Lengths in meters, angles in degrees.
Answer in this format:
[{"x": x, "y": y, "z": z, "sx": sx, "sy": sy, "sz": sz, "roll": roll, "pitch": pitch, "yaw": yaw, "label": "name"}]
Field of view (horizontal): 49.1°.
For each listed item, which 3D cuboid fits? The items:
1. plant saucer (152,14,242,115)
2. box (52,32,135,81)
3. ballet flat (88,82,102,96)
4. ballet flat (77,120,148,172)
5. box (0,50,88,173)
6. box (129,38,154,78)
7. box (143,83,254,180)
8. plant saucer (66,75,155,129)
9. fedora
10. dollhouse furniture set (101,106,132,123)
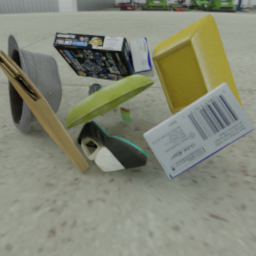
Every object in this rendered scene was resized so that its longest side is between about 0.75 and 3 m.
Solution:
[{"x": 1.726, "y": -1.498, "z": 8.219, "sx": 0.642, "sy": 2.652, "sz": 2.651, "roll": -24, "pitch": 7, "yaw": -26, "label": "plant saucer"}, {"x": -0.982, "y": -2.239, "z": 9.190, "sx": 2.213, "sy": 0.554, "sz": 2.229, "roll": 10, "pitch": -13, "yaw": 14, "label": "box"}, {"x": -1.328, "y": -1.544, "z": 10.925, "sx": 0.564, "sy": 0.564, "sz": 1.567, "roll": -7, "pitch": 7, "yaw": -14, "label": "ballet flat"}, {"x": -0.542, "y": 0.596, "z": 7.232, "sx": 0.914, "sy": 0.909, "sz": 2.672, "roll": -48, "pitch": 35, "yaw": -12, "label": "ballet flat"}, {"x": -2.001, "y": -0.294, "z": 6.666, "sx": 0.288, "sy": 2.704, "sz": 2.210, "roll": -38, "pitch": 54, "yaw": -16, "label": "box"}, {"x": 0.449, "y": -2.157, "z": 8.896, "sx": 0.576, "sy": 1.009, "sz": 1.098, "roll": -10, "pitch": -4, "yaw": 8, "label": "box"}, {"x": 1.476, "y": 0.092, "z": 6.351, "sx": 1.912, "sy": 1.091, "sz": 2.079, "roll": -33, "pitch": -5, "yaw": 7, "label": "box"}, {"x": -0.566, "y": -0.794, "z": 7.848, "sx": 2.774, "sy": 0.431, "sz": 2.774, "roll": -27, "pitch": 1, "yaw": 0, "label": "plant saucer"}, {"x": -2.948, "y": -1.353, "z": 8.908, "sx": 1.341, "sy": 2.971, "sz": 2.627, "roll": -6, "pitch": 23, "yaw": -32, "label": "fedora"}, {"x": -0.438, "y": -0.503, "z": 9.665, "sx": 1.149, "sy": 0.574, "sz": 0.444, "roll": 25, "pitch": 46, "yaw": 34, "label": "dollhouse furniture set"}]
